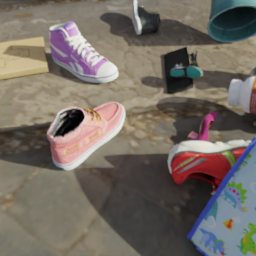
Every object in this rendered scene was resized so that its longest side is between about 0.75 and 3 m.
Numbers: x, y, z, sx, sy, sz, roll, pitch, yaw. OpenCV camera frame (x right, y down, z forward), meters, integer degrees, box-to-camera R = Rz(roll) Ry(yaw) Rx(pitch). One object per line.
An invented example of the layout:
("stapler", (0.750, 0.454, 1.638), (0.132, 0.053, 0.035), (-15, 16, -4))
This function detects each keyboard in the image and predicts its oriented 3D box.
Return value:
("keyboard", (1.887, -1.937, 9.591), (1.187, 0.452, 2.281), (-14, 45, 19))

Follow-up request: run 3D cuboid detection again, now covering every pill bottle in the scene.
("pill bottle", (3.713, -0.855, 7.587), (1.807, 1.014, 1.014), (10, 46, 28))

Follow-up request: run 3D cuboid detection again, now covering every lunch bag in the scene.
("lunch bag", (2.592, 1.780, 5.228), (2.044, 1.532, 2.404), (35, 86, 31))

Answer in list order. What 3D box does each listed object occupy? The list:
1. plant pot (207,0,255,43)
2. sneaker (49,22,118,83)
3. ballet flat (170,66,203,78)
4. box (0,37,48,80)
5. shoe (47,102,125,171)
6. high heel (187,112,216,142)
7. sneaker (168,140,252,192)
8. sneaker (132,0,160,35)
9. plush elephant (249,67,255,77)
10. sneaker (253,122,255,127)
("plant pot", (3.924, -4.615, 10.390), (2.033, 2.033, 1.991), (1, 72, 1))
("sneaker", (-1.581, -2.560, 9.246), (2.797, 1.595, 1.014), (25, 50, 20))
("ballet flat", (1.885, -1.801, 8.894), (1.098, 0.395, 0.395), (9, 44, 36))
("box", (-4.285, -2.460, 10.006), (2.661, 0.283, 2.176), (-12, 46, -11))
("shoe", (-0.975, -0.141, 7.237), (0.934, 1.189, 2.615), (28, 53, 24))
("high heel", (2.188, 0.094, 7.581), (0.613, 0.430, 1.276), (34, 66, 28))
("sneaker", (2.259, 0.948, 6.590), (2.653, 1.022, 1.126), (-1, 68, -1))
("sneaker", (0.758, -4.679, 11.837), (1.066, 0.760, 2.150), (-4, 52, -7))
("plush elephant", (4.709, -1.688, 8.685), (1.423, 1.728, 1.338), (-35, 79, -20))
("sneaker", (4.008, -0.371, 7.984), (0.463, 0.432, 1.227), (29, 53, 28))
